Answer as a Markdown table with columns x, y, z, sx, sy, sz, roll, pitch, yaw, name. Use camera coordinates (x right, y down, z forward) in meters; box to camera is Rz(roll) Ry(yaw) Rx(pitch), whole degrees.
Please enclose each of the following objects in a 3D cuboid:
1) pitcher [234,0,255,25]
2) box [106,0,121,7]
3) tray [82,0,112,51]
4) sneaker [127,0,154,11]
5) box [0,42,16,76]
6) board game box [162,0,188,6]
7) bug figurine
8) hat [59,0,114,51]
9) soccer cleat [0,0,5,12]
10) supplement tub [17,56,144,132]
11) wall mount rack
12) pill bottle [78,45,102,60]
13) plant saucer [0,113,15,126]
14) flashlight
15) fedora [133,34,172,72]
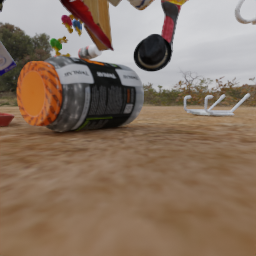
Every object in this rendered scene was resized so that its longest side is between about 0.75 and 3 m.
| x | y | z | sx | sy | sz | roll | pitch | yaw | name |
| --- | --- | --- | --- | --- | --- | --- | --- | --- | --- |
| 3.292 | -3.204 | 6.482 | 1.475 | 1.720 | 1.042 | 6 | 13 | -12 | pitcher |
| 0.065 | -3.092 | 3.668 | 1.232 | 1.446 | 2.262 | 29 | -45 | -25 | box |
| -0.826 | -3.261 | 7.087 | 0.426 | 2.298 | 1.133 | -9 | -15 | 10 | tray |
| 0.622 | -3.742 | 6.501 | 0.935 | 0.799 | 2.122 | 31 | -49 | -27 | sneaker |
| -4.518 | -2.256 | 8.570 | 1.403 | 1.525 | 0.800 | -36 | 54 | -12 | box |
| 0.598 | -1.908 | 3.932 | 0.529 | 0.166 | 1.108 | 20 | 37 | 9 | board game box |
| -1.683 | -2.416 | 7.568 | 0.420 | 1.634 | 1.267 | 25 | -5 | 4 | bug figurine |
| -1.877 | -2.802 | 5.860 | 2.136 | 2.270 | 2.579 | 0 | 4 | -45 | hat |
| -3.262 | -3.053 | 6.599 | 1.873 | 0.759 | 0.632 | -6 | -46 | 49 | soccer cleat |
| -1.004 | -0.754 | 6.420 | 1.615 | 1.615 | 2.636 | 4 | 7 | 40 | supplement tub |
| 4.272 | -1.147 | 13.627 | 2.539 | 1.090 | 2.922 | -1 | 6 | -23 | wall mount rack |
| -1.457 | -2.864 | 10.639 | 0.863 | 0.492 | 0.492 | -4 | 2 | 38 | pill bottle |
| -4.154 | -0.217 | 7.667 | 1.721 | 0.316 | 1.724 | -3 | 7 | -32 | plant saucer |
| 0.963 | -2.549 | 7.022 | 0.576 | 1.702 | 0.578 | 11 | 14 | 0 | flashlight |
| 0.555 | -1.789 | 6.379 | 0.976 | 0.976 | 0.446 | 1 | -21 | 6 | fedora |
